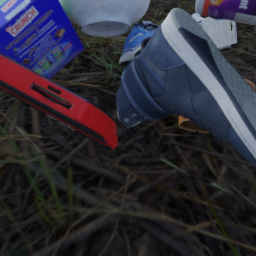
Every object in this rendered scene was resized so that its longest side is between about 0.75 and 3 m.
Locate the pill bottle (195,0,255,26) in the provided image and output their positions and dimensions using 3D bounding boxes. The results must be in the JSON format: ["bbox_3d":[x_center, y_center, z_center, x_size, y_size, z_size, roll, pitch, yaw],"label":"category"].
[{"bbox_3d":[3.002,-3.196,6.606,2.518,1.403,1.403,16,47,13],"label":"pill bottle"}]

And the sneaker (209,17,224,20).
[{"bbox_3d":[2.684,-4.098,8.343,0.700,1.689,0.599,13,18,43],"label":"sneaker"}]

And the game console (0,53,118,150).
[{"bbox_3d":[-1.219,-0.391,4.464,2.326,2.057,0.361,29,82,6],"label":"game console"}]

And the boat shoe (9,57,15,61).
[{"bbox_3d":[-2.701,-1.267,6.302,1.729,0.634,0.644,26,3,-9],"label":"boat shoe"}]

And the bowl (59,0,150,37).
[{"bbox_3d":[-0.601,-3.210,7.405,2.730,1.227,2.730,-4,1,0],"label":"bowl"}]

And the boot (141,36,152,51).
[{"bbox_3d":[1.306,-1.306,6.684,2.757,1.815,0.962,-11,65,-29],"label":"boot"}]

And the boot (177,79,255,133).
[{"bbox_3d":[2.797,-0.674,8.904,2.566,0.945,1.985,-3,42,14],"label":"boot"}]

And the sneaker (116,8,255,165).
[{"bbox_3d":[1.024,-0.254,4.915,2.831,2.046,1.076,54,40,5],"label":"sneaker"}]

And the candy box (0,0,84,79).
[{"bbox_3d":[-2.356,-2.272,7.006,1.915,2.265,0.873,-43,70,-7],"label":"candy box"}]

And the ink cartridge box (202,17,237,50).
[{"bbox_3d":[3.175,-3.326,9.654,1.207,1.185,0.261,-4,-1,44],"label":"ink cartridge box"}]

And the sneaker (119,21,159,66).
[{"bbox_3d":[0.465,-2.228,6.989,0.950,1.079,2.420,3,1,-27],"label":"sneaker"}]

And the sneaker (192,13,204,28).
[{"bbox_3d":[3.671,-5.044,13.400,1.872,0.703,1.076,-9,48,-4],"label":"sneaker"}]
